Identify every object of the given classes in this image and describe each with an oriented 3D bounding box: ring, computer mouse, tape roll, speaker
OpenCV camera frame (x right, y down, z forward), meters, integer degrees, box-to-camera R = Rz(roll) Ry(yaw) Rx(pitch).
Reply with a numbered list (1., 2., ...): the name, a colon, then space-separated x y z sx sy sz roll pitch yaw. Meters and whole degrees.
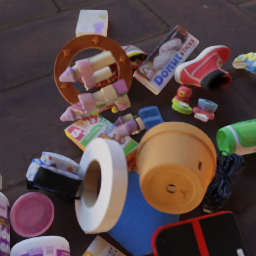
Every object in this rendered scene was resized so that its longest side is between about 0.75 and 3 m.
1. ring: -1.105 -1.813 9.130 2.550 0.245 2.550 0 87 -9
2. computer mouse: 1.611 1.011 7.669 2.613 0.689 1.809 28 61 21
3. tape roll: -0.696 1.324 6.566 0.395 2.164 2.164 11 49 -28
4. speaker: 3.720 0.232 8.120 2.104 0.931 0.931 -10 55 -7

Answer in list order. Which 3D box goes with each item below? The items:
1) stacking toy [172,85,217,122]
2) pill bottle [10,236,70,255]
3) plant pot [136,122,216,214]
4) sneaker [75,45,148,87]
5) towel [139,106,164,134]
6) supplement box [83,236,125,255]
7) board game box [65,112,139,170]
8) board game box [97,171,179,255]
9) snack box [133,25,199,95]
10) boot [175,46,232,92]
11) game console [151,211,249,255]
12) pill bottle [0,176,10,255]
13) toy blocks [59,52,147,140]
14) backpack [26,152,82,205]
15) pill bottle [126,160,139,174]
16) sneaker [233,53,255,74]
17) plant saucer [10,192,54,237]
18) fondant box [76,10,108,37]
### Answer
1. stacking toy: 2.061 -0.783 8.645 1.422 0.601 1.288 23 21 12
2. pill bottle: -1.717 3.452 5.569 1.243 1.243 2.215 -10 55 -7
3. plant pot: 1.016 0.976 6.265 1.890 1.890 1.323 12 27 9
4. sneaker: -0.666 -2.267 9.969 2.695 1.049 1.107 -17 48 -21
5. towel: 0.766 -0.175 8.784 0.657 0.285 1.176 -12 55 -8
6. supplement box: -0.385 3.188 6.212 1.365 0.502 0.860 28 58 20
7. board game box: -0.711 0.398 8.079 1.154 0.362 2.416 -36 52 -23
8. board game box: 0.199 2.148 7.059 2.096 0.408 1.656 32 65 25
9. snack box: 1.410 -2.474 9.906 1.047 0.354 2.912 39 63 -1
10. boot: 3.012 -1.969 9.339 2.417 0.875 1.743 -33 38 -24
11. game console: 1.665 3.113 6.005 1.997 0.350 2.258 -12 70 -5
12. pill bottle: -3.476 2.343 6.128 1.654 1.654 2.946 -11 55 -8
13. toy blocks: -0.972 -0.544 7.824 1.966 2.183 2.336 -25 91 -6
14. backpack: -1.920 1.167 7.081 1.317 1.383 1.065 -1 62 54
15. pill bottle: 0.117 1.114 7.762 0.763 0.428 0.428 4 54 3
16. sneaker: 4.223 -2.186 9.748 0.545 1.440 0.756 13 77 -22
17. plant saucer: -2.318 2.070 6.741 1.034 0.262 1.034 6 80 -35
18. fondant box: -1.471 -4.262 11.633 1.145 0.462 1.587 1 55 1
